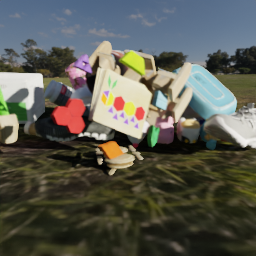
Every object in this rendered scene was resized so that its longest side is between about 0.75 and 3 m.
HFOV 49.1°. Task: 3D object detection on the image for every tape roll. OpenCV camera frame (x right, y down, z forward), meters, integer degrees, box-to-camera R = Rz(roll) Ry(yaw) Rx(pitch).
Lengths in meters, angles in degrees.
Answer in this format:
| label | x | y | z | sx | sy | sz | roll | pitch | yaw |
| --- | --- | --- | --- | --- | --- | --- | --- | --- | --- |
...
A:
| label | x | y | z | sx | sy | sz | roll | pitch | yaw |
| --- | --- | --- | --- | --- | --- | --- | --- | --- | --- |
| tape roll | 1.827 | -0.321 | 7.188 | 1.083 | 0.358 | 1.083 | 3 | -20 | 1 |

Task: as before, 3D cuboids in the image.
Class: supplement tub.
| label | x | y | z | sx | sy | sz | roll | pitch | yaw |
| --- | --- | --- | --- | --- | --- | --- | --- | --- | --- |
| supplement tub | -0.118 | -1.531 | 8.141 | 1.359 | 1.359 | 2.541 | 4 | 14 | 19 |
| supplement tub | -2.816 | -1.387 | 12.066 | 1.332 | 0.935 | 0.935 | 26 | -4 | -29 |

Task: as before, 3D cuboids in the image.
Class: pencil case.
| label | x | y | z | sx | sy | sz | roll | pitch | yaw |
| --- | --- | --- | --- | --- | --- | --- | --- | --- | --- |
| pencil case | -1.618 | -1.596 | 10.746 | 0.818 | 1.977 | 0.855 | -14 | 31 | 22 |

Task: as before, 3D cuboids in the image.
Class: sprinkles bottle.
| label | x | y | z | sx | sy | sz | roll | pitch | yaw |
| --- | --- | --- | --- | --- | --- | --- | --- | --- | --- |
| sprinkles bottle | -1.998 | 0.080 | 6.565 | 0.832 | 0.284 | 0.284 | 13 | 12 | 10 |

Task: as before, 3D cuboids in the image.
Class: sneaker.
| label | x | y | z | sx | sy | sz | roll | pitch | yaw |
| --- | --- | --- | --- | --- | --- | --- | --- | --- | --- |
| sneaker | 2.049 | -0.117 | 5.169 | 0.737 | 0.809 | 1.973 | 23 | 10 | 39 |
| sneaker | -1.018 | -0.173 | 5.960 | 1.863 | 0.843 | 0.619 | 2 | 40 | -33 |

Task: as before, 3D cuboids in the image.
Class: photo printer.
| label | x | y | z | sx | sy | sz | roll | pitch | yaw |
| --- | --- | --- | --- | --- | --- | --- | --- | --- | --- |
| photo printer | -0.707 | -0.751 | 9.022 | 2.283 | 0.793 | 1.899 | 8 | 15 | -11 |

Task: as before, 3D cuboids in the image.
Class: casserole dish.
| label | x | y | z | sx | sy | sz | roll | pitch | yaw |
| --- | --- | --- | --- | --- | --- | --- | --- | --- | --- |
| casserole dish | 1.738 | -0.872 | 6.437 | 1.101 | 0.353 | 1.818 | -23 | 61 | -32 |

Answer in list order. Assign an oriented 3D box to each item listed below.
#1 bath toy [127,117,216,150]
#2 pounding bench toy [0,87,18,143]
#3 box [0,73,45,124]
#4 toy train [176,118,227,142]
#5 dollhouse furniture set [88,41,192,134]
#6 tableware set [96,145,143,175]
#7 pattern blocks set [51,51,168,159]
| label | x | y | z | sx | sy | sz | roll | pitch | yaw |
| --- | --- | --- | --- | --- | --- | --- | --- | --- | --- |
| bath toy | 0.851 | 0.105 | 5.939 | 1.895 | 0.700 | 0.824 | 3 | -22 | 5 |
| pounding bench toy | -3.237 | -0.727 | 5.772 | 2.298 | 1.427 | 1.792 | 19 | 43 | -19 |
| box | -3.840 | -1.017 | 9.338 | 1.673 | 1.440 | 1.681 | 0 | 18 | -2 |
| toy train | 1.867 | -0.005 | 6.786 | 1.319 | 0.558 | 0.763 | 6 | 0 | 16 |
| dollhouse furniture set | 0.511 | -0.987 | 6.338 | 1.961 | 2.135 | 1.389 | 22 | 64 | 26 |
| tableware set | -0.180 | 0.528 | 4.808 | 0.710 | 0.215 | 1.074 | -5 | 9 | -9 |
| pattern blocks set | -0.125 | -0.383 | 4.508 | 1.997 | 1.755 | 0.162 | 33 | -18 | -38 |
